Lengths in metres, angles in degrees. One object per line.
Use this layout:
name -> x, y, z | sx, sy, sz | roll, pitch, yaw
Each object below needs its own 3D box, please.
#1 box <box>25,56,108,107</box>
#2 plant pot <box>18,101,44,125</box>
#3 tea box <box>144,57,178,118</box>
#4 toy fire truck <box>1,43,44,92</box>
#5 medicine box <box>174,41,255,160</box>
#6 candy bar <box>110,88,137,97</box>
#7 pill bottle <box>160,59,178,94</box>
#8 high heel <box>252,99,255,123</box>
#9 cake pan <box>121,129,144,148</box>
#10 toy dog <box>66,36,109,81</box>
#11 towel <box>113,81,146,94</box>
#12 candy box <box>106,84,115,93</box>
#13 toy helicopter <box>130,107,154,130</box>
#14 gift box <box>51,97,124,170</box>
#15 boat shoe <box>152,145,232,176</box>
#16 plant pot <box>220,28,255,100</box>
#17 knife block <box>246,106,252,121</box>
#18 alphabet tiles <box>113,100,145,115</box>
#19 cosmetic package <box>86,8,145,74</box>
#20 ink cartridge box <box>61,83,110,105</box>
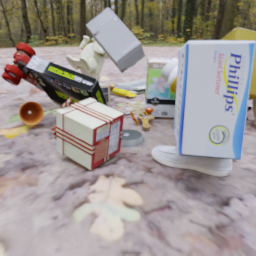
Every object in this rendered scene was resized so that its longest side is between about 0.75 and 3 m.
box -> -2.128, -1.372, 10.456 | 2.641, 2.551, 0.628 | 23, 70, 13
plant pot -> -3.776, -0.588, 10.827 | 0.910, 0.910, 0.637 | -10, 11, -25
tea box -> 1.955, -1.744, 12.038 | 2.386, 2.348, 1.595 | 1, 21, 1
toy fire truck -> -4.330, -2.483, 12.634 | 2.113, 1.411, 2.516 | 29, -18, -23
medicine box -> 2.002, -0.819, 7.197 | 1.426, 2.523, 2.770 | 3, 12, 7
candy bar -> -0.790, -2.073, 15.933 | 2.892, 0.320, 0.721 | 16, 22, 38
pill bottle -> 2.172, -1.571, 10.084 | 1.991, 1.120, 1.120 | 43, 37, 15
high heel -> 5.921, -0.387, 10.257 | 2.103, 1.054, 2.951 | -5, 36, 4
cake pan -> -0.036, 0.337, 9.713 | 1.219, 0.224, 1.219 | 0, 21, 0
toy dog -> -1.475, -3.418, 13.334 | 1.484, 2.063, 2.127 | 13, 59, 48
towel -> 0.409, -2.541, 17.016 | 2.505, 0.433, 2.412 | -17, 27, -36
candy box -> -1.091, -1.926, 14.416 | 0.476, 0.230, 0.816 | -9, -23, -40
toy helicopter -> 0.575, -0.321, 11.066 | 0.942, 0.562, 1.424 | 2, 29, -6
gift box -> -1.134, -0.026, 8.156 | 1.593, 1.706, 1.575 | 23, 28, 29
boat shoe -> 1.746, 0.724, 7.893 | 2.280, 0.781, 0.821 | 13, 24, 31
plant pot -> 4.501, -2.250, 10.896 | 2.118, 2.181, 2.132 | 11, -4, -7
knife block -> 3.972, -0.382, 10.811 | 2.109, 0.769, 2.402 | 0, 21, 2
alphabet tiles -> 0.521, -0.973, 13.292 | 2.250, 0.071, 1.873 | -12, 25, -32
cosmetic package -> -0.399, -2.766, 8.905 | 0.993, 0.838, 1.859 | -39, 65, 0
ink cartridge box -> -2.399, -1.725, 13.882 | 2.115, 0.964, 2.568 | -11, 20, -32
